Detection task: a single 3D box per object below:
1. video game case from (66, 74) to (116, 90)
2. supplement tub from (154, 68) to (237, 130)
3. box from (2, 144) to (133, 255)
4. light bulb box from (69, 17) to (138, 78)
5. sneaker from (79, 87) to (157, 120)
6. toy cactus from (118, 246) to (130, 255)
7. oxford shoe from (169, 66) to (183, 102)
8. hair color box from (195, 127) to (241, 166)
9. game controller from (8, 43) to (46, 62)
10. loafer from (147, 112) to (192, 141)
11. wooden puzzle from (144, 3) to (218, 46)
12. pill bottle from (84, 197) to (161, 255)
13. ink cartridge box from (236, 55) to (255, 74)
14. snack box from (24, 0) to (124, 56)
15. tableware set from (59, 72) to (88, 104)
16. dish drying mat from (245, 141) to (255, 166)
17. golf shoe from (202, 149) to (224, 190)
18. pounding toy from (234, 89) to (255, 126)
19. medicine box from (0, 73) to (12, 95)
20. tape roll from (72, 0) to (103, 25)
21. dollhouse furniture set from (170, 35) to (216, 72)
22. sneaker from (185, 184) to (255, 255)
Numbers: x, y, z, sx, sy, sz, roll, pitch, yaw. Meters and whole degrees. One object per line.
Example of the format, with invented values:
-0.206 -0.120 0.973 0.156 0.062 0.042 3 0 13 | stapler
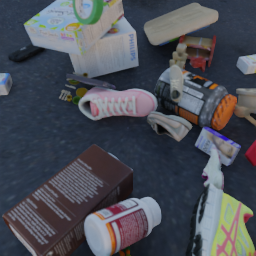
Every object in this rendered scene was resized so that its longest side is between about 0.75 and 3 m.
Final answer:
-1.138 -1.475 9.059 1.177 0.156 1.648 14 4 9 | video game case
1.982 -0.870 8.372 2.169 1.329 1.329 31 51 28 | supplement tub
-1.161 1.600 6.073 1.271 0.951 2.538 31 53 29 | box
-1.111 -3.248 10.679 2.371 1.479 2.350 -17 46 -9 | light bulb box
-0.400 -0.631 8.326 2.342 0.882 1.224 11 32 24 | sneaker
-0.152 2.369 5.726 0.810 0.414 0.668 30 32 32 | toy cactus
1.318 -1.212 7.739 0.384 1.021 0.295 0 8 31 | oxford shoe
2.369 0.479 7.458 1.040 0.569 0.337 34 26 30 | hair color box
-4.168 -3.158 11.605 0.806 0.325 1.545 15 43 36 | game controller
0.946 -0.049 7.484 0.547 0.626 1.740 -58 27 -9 | loafer
2.109 -4.294 11.818 2.722 0.680 2.938 -20 31 9 | wooden puzzle
-0.061 1.864 5.464 1.419 0.802 0.802 -12 42 -36 | pill bottle
4.777 -2.440 10.712 0.946 0.394 0.686 -10 44 -11 | ink cartridge box
-1.733 -3.626 9.386 2.184 0.876 2.590 18 56 26 | snack box
-1.728 -1.377 9.452 0.853 0.194 1.267 19 61 4 | tableware set
3.502 0.350 7.195 1.318 0.506 0.120 -47 25 -9 | dish drying mat
2.082 0.999 6.969 0.510 0.420 1.114 -6 50 16 | golf shoe
4.020 -0.563 8.629 2.185 1.254 1.249 -4 15 -18 | pounding toy
-4.549 -1.508 9.712 0.816 0.420 0.743 -3 43 -3 | medicine box
-1.043 -3.189 7.181 0.247 1.026 1.026 -17 43 -41 | tape roll
2.395 -2.538 10.368 1.338 1.011 2.487 12 45 13 | dollhouse furniture set
1.761 2.394 5.149 1.286 1.113 2.849 22 52 6 | sneaker
